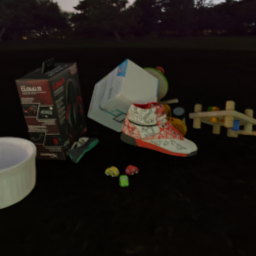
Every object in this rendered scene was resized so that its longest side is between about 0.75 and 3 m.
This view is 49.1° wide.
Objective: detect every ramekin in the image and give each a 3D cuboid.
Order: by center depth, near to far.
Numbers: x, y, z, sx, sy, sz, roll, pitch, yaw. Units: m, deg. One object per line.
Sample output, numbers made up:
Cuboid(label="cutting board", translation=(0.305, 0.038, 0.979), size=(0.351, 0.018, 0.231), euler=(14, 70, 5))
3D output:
Cuboid(label="ramekin", translation=(-3.497, 1.153, 7.254), size=(2.232, 1.088, 2.232), euler=(1, 21, 0))

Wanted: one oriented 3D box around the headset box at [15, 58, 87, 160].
Cuboid(label="headset box", translation=(-2.414, -0.757, 9.281), size=(1.111, 2.961, 2.201), euler=(0, 25, 13))

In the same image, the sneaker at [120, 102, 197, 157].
Cuboid(label="sneaker", translation=(1.125, 0.009, 8.706), size=(2.542, 1.362, 0.849), euler=(13, 17, -7))

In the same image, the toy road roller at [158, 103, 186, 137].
Cuboid(label="toy road roller", translation=(1.274, -0.097, 10.274), size=(1.739, 1.069, 1.270), euler=(13, 53, 24))

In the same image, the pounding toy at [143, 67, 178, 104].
Cuboid(label="pounding toy", translation=(1.110, -1.666, 10.761), size=(1.330, 1.724, 0.800), euler=(-19, 25, 44))

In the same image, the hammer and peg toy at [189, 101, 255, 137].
Cuboid(label="hammer and peg toy", translation=(3.360, -0.241, 9.270), size=(2.280, 0.804, 1.677), euler=(13, -10, -38))

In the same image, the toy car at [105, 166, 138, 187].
Cuboid(label="toy car", translation=(-0.144, 1.342, 7.975), size=(0.996, 0.222, 0.938), euler=(-3, 21, -7))

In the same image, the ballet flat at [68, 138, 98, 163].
Cuboid(label="ballet flat", translation=(-1.504, 0.602, 9.302), size=(0.557, 0.557, 1.524), euler=(8, 25, 20))

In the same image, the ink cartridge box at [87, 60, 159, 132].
Cuboid(label="ink cartridge box", translation=(-0.192, -1.053, 10.048), size=(1.514, 1.521, 2.073), euler=(27, -33, -29))
